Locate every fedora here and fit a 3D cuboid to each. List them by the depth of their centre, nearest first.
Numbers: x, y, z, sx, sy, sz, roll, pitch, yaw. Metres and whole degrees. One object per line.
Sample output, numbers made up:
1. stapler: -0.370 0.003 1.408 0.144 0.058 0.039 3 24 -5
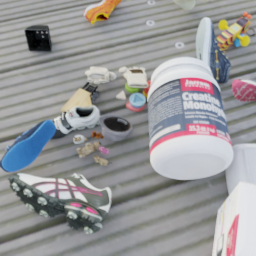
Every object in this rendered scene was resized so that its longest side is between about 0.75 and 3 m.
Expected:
1. fedora: -0.418 0.053 8.383 1.095 0.494 0.968 -9 45 -39

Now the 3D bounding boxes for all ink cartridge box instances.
1. ink cartridge box: 2.513 2.323 6.117 0.903 2.108 1.556 13 60 11

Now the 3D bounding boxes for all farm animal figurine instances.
1. farm animal figurine: -1.015 0.645 8.091 1.019 0.537 1.031 -11 83 7

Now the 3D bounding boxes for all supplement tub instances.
1. supplement tub: 1.597 -0.250 7.760 2.071 2.071 2.952 0 58 0

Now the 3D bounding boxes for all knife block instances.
1. knife block: -1.567 -0.987 9.204 1.296 0.415 1.138 -12 58 -7

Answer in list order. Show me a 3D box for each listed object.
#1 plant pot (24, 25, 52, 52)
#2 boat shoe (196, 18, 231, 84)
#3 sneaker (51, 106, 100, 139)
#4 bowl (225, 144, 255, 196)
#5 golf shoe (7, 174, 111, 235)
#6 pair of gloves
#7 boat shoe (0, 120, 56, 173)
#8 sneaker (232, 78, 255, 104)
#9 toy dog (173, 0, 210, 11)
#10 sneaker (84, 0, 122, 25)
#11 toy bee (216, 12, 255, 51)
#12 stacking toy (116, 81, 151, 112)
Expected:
1. plant pot: -3.299 -3.423 10.515 0.852 0.854 0.757 0 41 -2
2. boat shoe: 2.912 -2.569 9.535 1.003 0.781 2.209 -3 100 -8
3. sneaker: -1.781 -0.268 8.518 1.892 0.837 0.701 -20 62 -9
4. bowl: 3.730 1.256 7.622 1.955 0.730 1.952 3 57 5
5. golf shoe: -1.767 1.730 7.307 2.708 1.045 1.193 22 45 6
6. pair of gloves: -0.376 -1.771 9.246 2.045 0.359 1.739 5 24 0
7. boat shoe: -2.761 0.532 7.755 0.664 0.814 1.934 -6 28 38
8. sneaker: 4.027 -1.270 8.931 1.979 0.798 0.739 6 61 -30
9. toy dog: 2.582 -5.745 10.141 2.717 2.802 1.955 14 98 -29
10. sneaker: -0.938 -4.839 11.567 1.979 0.722 0.763 -42 91 -22
11. toy bee: 4.048 -3.720 10.499 1.362 1.131 2.080 28 63 17
12. stacking toy: 0.275 -1.218 9.282 1.104 0.515 1.219 30 62 16
